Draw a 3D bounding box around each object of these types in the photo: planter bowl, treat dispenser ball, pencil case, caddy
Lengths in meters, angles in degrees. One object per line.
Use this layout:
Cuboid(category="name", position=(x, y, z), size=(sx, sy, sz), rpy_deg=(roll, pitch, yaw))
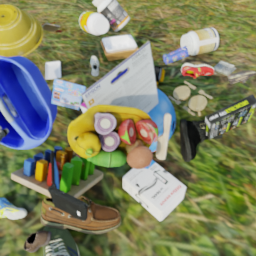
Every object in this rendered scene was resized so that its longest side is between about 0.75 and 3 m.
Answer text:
Cuboid(category="planter bowl", position=(-4.176, -3.527, 9.645), size=(2.255, 0.939, 2.255), rpy_deg=(1, 65, -2))
Cuboid(category="treat dispenser ball", position=(0.443, -0.306, 10.433), size=(2.608, 2.608, 2.608), rpy_deg=(0, 48, 0))
Cuboid(category="pencil case", position=(1.417, -2.144, 8.266), size=(0.776, 0.337, 0.303), rpy_deg=(-22, 71, 1))
Cuboid(category="caddy", position=(-3.499, -0.774, 8.561), size=(2.098, 2.968, 1.558), rpy_deg=(-21, 21, 10))

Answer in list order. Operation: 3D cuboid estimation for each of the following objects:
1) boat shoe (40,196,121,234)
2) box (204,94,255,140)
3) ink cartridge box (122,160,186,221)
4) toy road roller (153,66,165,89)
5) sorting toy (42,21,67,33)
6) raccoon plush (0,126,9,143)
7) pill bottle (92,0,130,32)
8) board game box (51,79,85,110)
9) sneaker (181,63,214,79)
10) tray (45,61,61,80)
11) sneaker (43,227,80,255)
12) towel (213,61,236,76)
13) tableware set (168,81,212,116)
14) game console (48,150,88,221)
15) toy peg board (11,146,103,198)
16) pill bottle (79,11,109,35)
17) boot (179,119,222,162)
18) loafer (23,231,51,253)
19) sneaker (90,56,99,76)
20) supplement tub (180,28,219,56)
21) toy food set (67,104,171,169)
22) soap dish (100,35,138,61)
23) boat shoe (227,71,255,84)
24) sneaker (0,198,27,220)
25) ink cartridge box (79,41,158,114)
Cuboid(category="boat shoe", position=(-1.398, 2.607, 8.593), size=(2.512, 0.854, 0.904), rpy_deg=(5, 23, -12))
Cuboid(category="box", position=(2.973, -0.269, 8.252), size=(1.421, 1.471, 0.350), rpy_deg=(-28, 67, 4))
Cuboid(category="ink cartridge box", position=(0.872, 2.024, 9.506), size=(1.782, 0.751, 1.301), rpy_deg=(36, 57, 28))
Cuboid(category="toy road roller", position=(0.793, -2.092, 13.046), size=(1.415, 1.681, 2.303), rpy_deg=(12, 12, 11))
Cuboid(category="sorting toy", position=(-3.335, -4.379, 12.028), size=(1.386, 0.234, 0.668), rpy_deg=(-4, 0, -40))
Cuboid(category="raccoon plush", position=(-2.852, 0.008, 6.146), size=(0.364, 0.505, 0.753), rpy_deg=(25, 23, -12))
Cuboid(category="pill bottle", position=(-0.670, -4.548, 10.902), size=(0.824, 1.416, 0.824), rpy_deg=(-38, 24, 20))
Cuboid(category="board game box", position=(-1.747, -0.933, 8.080), size=(0.859, 1.136, 0.208), rpy_deg=(14, 64, -13))
Cuboid(category="sneaker", position=(2.544, -2.013, 10.271), size=(1.207, 0.465, 0.512), rpy_deg=(4, 55, 6))
Cuboid(category="tray", position=(-3.845, -2.917, 14.377), size=(0.777, 0.160, 1.447), rpy_deg=(-9, 49, -7))
Cuboid(category="sneaker", position=(-1.782, 3.681, 7.648), size=(0.954, 1.277, 2.844), rpy_deg=(-18, 50, -16))
Cuboid(category="towel", position=(5.005, -3.097, 14.538), size=(0.948, 0.164, 0.912), rpy_deg=(33, 56, 25))
Cuboid(category="tableware set", position=(2.152, -0.994, 9.731), size=(0.909, 0.276, 1.375), rpy_deg=(-43, 51, -5))
Cuboid(category="game console", position=(-1.523, 1.553, 7.261), size=(1.455, 1.654, 0.963), rpy_deg=(24, 61, 6))
Cuboid(category="toy peg board", position=(-2.208, 1.212, 9.318), size=(2.203, 1.082, 2.212), rpy_deg=(19, 19, 19))
Cuboid(category="pill bottle", position=(-1.258, -3.906, 10.491), size=(0.772, 0.772, 1.390), rpy_deg=(-23, 34, -20))
Cuboid(category="boot", position=(2.885, 0.416, 10.913), size=(1.616, 0.814, 2.162), rpy_deg=(3, 48, 3))
Cuboid(category="loafer", position=(-2.729, 3.230, 8.137), size=(0.479, 1.349, 0.493), rpy_deg=(31, 40, -28))
Cuboid(category="sneaker", position=(-1.416, -2.699, 11.924), size=(0.370, 0.400, 0.986), rpy_deg=(-6, 65, -7))
Cuboid(category="supplement tub", position=(3.861, -4.655, 15.203), size=(1.744, 1.259, 1.259), rpy_deg=(-15, 50, -12))
Cuboid(category="toy food set", position=(-0.074, 0.346, 6.500), size=(2.595, 1.527, 0.848), rpy_deg=(3, 28, -15))
Cuboid(category="soap dish", position=(-0.491, -4.365, 15.295), size=(1.822, 0.740, 1.433), rpy_deg=(-12, 49, -10))
Cuboid(category="boat shoe", position=(2.977, -1.322, 7.348), size=(0.765, 0.281, 0.285), rpy_deg=(-12, 23, -3))
Cuboid(category="sneaker", position=(-3.960, 2.589, 9.158), size=(1.366, 0.517, 0.718), rpy_deg=(-2, 47, -1))
Cuboid(category="ink cartridge box", position=(-0.190, -0.885, 7.874), size=(2.378, 2.422, 0.525), rpy_deg=(-41, 54, -19))
